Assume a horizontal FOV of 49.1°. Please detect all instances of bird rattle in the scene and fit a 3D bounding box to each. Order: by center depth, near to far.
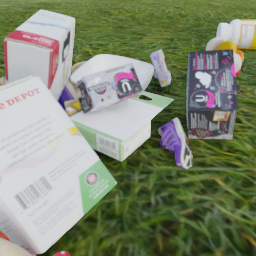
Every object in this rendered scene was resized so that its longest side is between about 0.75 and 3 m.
[{"bbox_3d":[-1.958,2.082,4.210,2.139,1.744,1.205,6,52,24],"label":"bird rattle"}]

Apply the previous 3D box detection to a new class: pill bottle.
[{"bbox_3d":[6.635,-5.336,15.992,2.860,1.589,1.589,3,32,5],"label":"pill bottle"}]

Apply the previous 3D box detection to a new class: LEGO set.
[{"bbox_3d":[-1.415,-0.790,8.648,0.685,0.555,1.490,7,52,2],"label":"LEGO set"}]

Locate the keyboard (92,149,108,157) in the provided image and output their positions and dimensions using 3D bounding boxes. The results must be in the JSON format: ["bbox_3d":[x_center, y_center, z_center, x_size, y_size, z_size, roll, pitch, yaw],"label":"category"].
[{"bbox_3d":[-1.114,0.425,7.980,2.861,0.367,1.718,-15,33,-21],"label":"keyboard"}]

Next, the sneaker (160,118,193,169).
[{"bbox_3d":[1.293,0.484,7.772,0.763,0.737,1.828,-23,32,12],"label":"sneaker"}]

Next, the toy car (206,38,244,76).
[{"bbox_3d":[3.584,-2.343,11.014,1.542,2.057,1.800,22,37,-33],"label":"toy car"}]

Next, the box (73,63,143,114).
[{"bbox_3d":[-0.552,-1.075,7.736,1.527,0.876,1.009,-23,3,-27],"label":"box"}]

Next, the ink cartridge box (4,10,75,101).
[{"bbox_3d":[-2.485,-1.989,8.282,1.201,2.113,2.900,11,36,-5],"label":"ink cartridge box"}]

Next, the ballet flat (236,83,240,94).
[{"bbox_3d":[3.923,-1.912,11.528,0.601,0.514,1.808,-23,38,-20],"label":"ballet flat"}]

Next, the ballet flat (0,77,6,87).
[{"bbox_3d":[-4.987,-1.650,11.318,0.447,0.483,1.370,-38,39,-9],"label":"ballet flat"}]

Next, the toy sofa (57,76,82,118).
[{"bbox_3d":[-2.195,-0.919,9.553,1.128,0.958,2.312,-12,34,-21],"label":"toy sofa"}]

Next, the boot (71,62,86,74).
[{"bbox_3d":[-1.547,-2.478,12.341,1.684,0.613,1.309,-7,28,-23],"label":"boot"}]

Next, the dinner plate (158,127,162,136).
[{"bbox_3d":[1.337,0.140,8.666,0.802,0.097,0.802,-1,30,0],"label":"dinner plate"}]

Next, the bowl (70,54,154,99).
[{"bbox_3d":[-0.568,-1.699,10.538,2.640,0.985,2.636,17,41,16],"label":"bowl"}]

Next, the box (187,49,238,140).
[{"bbox_3d":[2.427,-0.986,8.351,1.321,1.522,2.303,2,57,14],"label":"box"}]

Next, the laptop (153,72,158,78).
[{"bbox_3d":[1.266,-2.590,12.705,0.772,0.447,0.723,-4,33,-7],"label":"laptop"}]

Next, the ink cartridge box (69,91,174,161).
[{"bbox_3d":[-0.170,-0.288,8.169,1.984,0.654,2.726,19,36,30],"label":"ink cartridge box"}]

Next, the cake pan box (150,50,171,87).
[{"bbox_3d":[1.332,-2.403,11.158,0.372,1.311,1.424,-16,15,18],"label":"cake pan box"}]

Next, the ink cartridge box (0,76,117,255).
[{"bbox_3d":[-1.900,0.644,5.401,1.217,2.781,2.021,-33,3,46],"label":"ink cartridge box"}]
